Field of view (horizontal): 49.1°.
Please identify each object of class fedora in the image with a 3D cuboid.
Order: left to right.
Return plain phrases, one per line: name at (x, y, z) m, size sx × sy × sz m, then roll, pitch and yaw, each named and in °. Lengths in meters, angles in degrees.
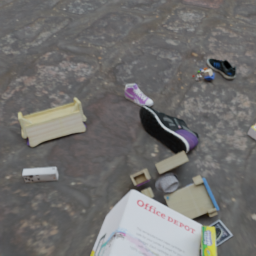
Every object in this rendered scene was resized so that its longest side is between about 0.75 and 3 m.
fedora at (1.256, 1.770, 8.664) m, size 0.752 × 0.665 × 0.340 m, roll -19°, pitch 33°, yaw -13°

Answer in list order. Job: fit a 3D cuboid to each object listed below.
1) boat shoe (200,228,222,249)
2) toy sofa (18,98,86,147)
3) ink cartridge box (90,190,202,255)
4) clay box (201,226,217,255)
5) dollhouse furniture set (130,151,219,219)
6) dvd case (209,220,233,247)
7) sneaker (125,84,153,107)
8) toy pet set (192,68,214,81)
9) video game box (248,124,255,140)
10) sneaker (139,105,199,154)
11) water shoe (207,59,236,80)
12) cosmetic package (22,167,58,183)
boat shoe at (2.283, 3.117, 8.037) m, size 0.882 × 0.292 × 0.330 m, roll -30°, pitch 25°, yaw 2°
toy sofa at (-3.065, -0.257, 11.429) m, size 2.559 × 1.249 × 1.060 m, roll -18°, pitch 23°, yaw -16°
ink cartridge box at (0.197, 3.390, 6.558) m, size 2.054 × 2.044 × 2.800 m, roll 28°, pitch 48°, yaw -5°
clay box at (1.783, 2.616, 6.161) m, size 0.310 × 1.301 × 0.748 m, roll -2°, pitch 64°, yaw 16°
dollhouse furniture set at (1.532, 2.155, 9.301) m, size 2.112 × 1.460 × 2.237 m, roll -26°, pitch 80°, yaw 5°
dvd case at (2.674, 3.227, 8.501) m, size 0.790 × 0.098 × 0.594 m, roll -23°, pitch 50°, yaw -20°
sneaker at (0.463, -1.505, 12.655) m, size 1.459 × 0.832 × 0.529 m, roll 24°, pitch 49°, yaw 20°
toy pet set at (3.885, -2.638, 14.156) m, size 0.888 × 0.505 × 0.951 m, roll -4°, pitch 28°, yaw 49°
video game box at (6.236, 0.334, 11.088) m, size 1.905 × 0.489 × 2.091 m, roll -25°, pitch 51°, yaw -26°
sneaker at (1.621, -0.035, 11.242) m, size 1.177 × 1.018 × 2.688 m, roll -27°, pitch 59°, yaw -35°
water shoe at (4.860, -3.249, 14.418) m, size 0.676 × 0.746 × 1.891 m, roll -23°, pitch 50°, yaw -21°
cosmetic package at (-3.057, 1.652, 9.803) m, size 1.120 × 0.462 × 0.283 m, roll -4°, pitch 48°, yaw -3°
